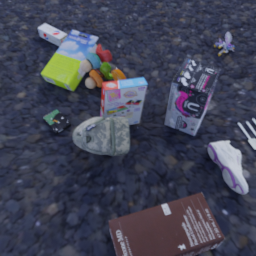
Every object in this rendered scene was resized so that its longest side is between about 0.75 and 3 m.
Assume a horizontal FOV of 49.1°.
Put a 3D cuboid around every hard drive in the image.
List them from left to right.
[{"bbox_3d":[-2.498,-0.223,9.821,0.629,0.170,0.900,-36,61,-24],"label":"hard drive"}]

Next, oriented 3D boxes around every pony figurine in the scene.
[{"bbox_3d":[4.178,-3.604,12.185,0.871,0.725,0.841,-25,88,-22],"label":"pony figurine"}]

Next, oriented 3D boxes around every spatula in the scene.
[{"bbox_3d":[4.322,0.189,9.558,0.831,0.096,1.195,-15,54,-10],"label":"spatula"}]

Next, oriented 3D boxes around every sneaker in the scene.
[{"bbox_3d":[-1.149,-2.623,11.378,1.481,0.607,0.571,20,55,15],"label":"sneaker"},{"bbox_3d":[3.195,1.098,8.484,0.918,0.690,1.843,-14,54,-11],"label":"sneaker"}]

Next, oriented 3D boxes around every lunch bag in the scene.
[{"bbox_3d":[-0.841,0.253,8.240,1.393,1.661,1.157,-5,91,-21],"label":"lunch bag"}]

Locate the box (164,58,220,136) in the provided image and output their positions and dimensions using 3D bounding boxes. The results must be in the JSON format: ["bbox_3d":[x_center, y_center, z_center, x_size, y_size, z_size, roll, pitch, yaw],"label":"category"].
[{"bbox_3d":[2.055,-0.949,9.175,1.184,2.064,1.364,21,56,16],"label":"box"}]

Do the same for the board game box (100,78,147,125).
[{"bbox_3d":[-0.186,-0.747,9.012,1.361,1.778,0.359,-10,51,-17],"label":"board game box"}]

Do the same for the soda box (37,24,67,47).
[{"bbox_3d":[-3.389,-4.184,12.666,1.446,0.460,0.492,31,59,21],"label":"soda box"}]

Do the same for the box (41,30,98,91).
[{"bbox_3d":[-2.210,-2.689,11.048,1.413,0.552,2.317,22,73,21],"label":"box"}]

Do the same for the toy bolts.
[{"bbox_3d":[-1.007,-1.979,10.161,1.131,1.631,1.558,-38,51,-14],"label":"toy bolts"}]

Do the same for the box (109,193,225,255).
[{"bbox_3d":[0.911,2.703,7.108,2.592,0.971,1.298,-15,54,-9],"label":"box"}]
